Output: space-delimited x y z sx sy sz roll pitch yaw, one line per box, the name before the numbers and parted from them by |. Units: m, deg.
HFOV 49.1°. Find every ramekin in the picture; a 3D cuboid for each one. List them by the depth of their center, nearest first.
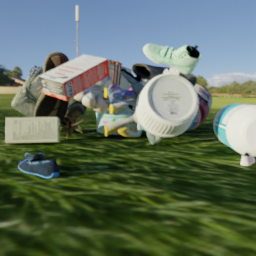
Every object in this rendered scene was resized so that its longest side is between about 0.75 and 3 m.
ramekin | 1.237 -0.739 8.590 1.918 1.918 1.007 -1 -17 -7

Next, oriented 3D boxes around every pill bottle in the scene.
pill bottle | 3.459 0.032 8.199 1.428 1.428 2.578 1 7 5
pill bottle | 2.032 -0.516 13.277 2.605 1.462 1.462 -4 7 -32

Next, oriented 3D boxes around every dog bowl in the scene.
dog bowl | 2.870 -1.030 14.216 2.677 2.677 0.987 2 47 15

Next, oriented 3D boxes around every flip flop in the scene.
flip flop | -2.743 -1.374 10.113 1.170 2.884 0.830 0 31 -27

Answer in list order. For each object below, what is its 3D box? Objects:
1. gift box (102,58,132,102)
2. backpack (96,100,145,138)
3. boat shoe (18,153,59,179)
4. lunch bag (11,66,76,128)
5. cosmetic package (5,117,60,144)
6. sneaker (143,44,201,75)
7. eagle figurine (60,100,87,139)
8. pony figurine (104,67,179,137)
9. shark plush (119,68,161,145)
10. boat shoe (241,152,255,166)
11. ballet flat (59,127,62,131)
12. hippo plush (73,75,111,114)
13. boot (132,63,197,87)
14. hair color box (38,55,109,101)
gift box | -0.925 -2.101 12.660 1.802 1.683 1.663 17 -21 -31
backpack | -0.342 -0.384 11.717 1.822 1.589 2.073 7 18 26
boat shoe | -1.890 0.752 6.021 1.276 0.438 0.537 4 7 33
lunch bag | -3.670 -1.309 12.574 2.465 2.067 1.717 37 4 -21
cosmetic package | -3.315 0.095 9.809 1.746 0.918 0.621 0 -5 -7
sneaker | 1.292 -2.211 8.056 1.637 0.602 0.965 21 -22 -4
eagle figurine | -2.370 -0.305 11.680 1.391 1.384 1.834 -10 29 -5
pony figurine | 0.602 -0.935 10.512 2.915 2.814 2.428 -5 15 -22
shark plush | 0.538 -0.877 9.505 1.167 2.803 1.273 -33 3 3
boat shoe | 2.953 0.738 6.943 0.291 0.277 0.808 5 8 38
ballet flat | -3.380 0.001 13.772 0.279 0.278 0.831 -35 16 -5
hippo plush | -1.131 -1.445 10.685 1.401 1.414 1.759 31 6 0
boot | 1.374 -1.961 10.405 1.809 0.722 1.989 22 12 34
hair color box | -1.591 -1.585 8.548 1.068 0.616 1.927 19 40 32
